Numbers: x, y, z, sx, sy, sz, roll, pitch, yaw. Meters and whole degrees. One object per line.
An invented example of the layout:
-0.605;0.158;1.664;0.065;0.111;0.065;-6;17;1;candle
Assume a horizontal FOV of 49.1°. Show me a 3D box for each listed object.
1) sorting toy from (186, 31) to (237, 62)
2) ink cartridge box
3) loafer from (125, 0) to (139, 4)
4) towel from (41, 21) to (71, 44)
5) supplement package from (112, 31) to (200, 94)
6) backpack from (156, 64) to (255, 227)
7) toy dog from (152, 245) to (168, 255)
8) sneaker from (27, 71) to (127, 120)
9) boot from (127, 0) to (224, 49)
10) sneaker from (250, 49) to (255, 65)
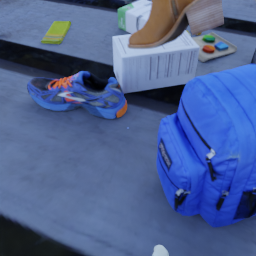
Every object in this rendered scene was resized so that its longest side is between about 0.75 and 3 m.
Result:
2.664;-3.115;10.061;1.522;0.274;2.043;-22;50;-20;sorting toy
0.771;-4.060;10.604;1.411;0.815;1.932;-34;55;-29;ink cartridge box
0.326;-5.973;12.801;1.150;0.362;0.413;-28;52;-25;loafer
-2.732;-3.702;10.728;0.731;0.153;1.699;5;46;3;towel
0.765;-2.004;8.302;2.234;1.224;1.271;-10;46;-9;supplement package
1.688;0.371;4.998;2.199;2.621;2.129;-14;48;-13;backpack
1.147;2.863;3.236;2.546;1.776;2.468;19;61;17;toy dog
-1.372;-1.073;7.492;2.781;1.091;1.048;8;45;7;sneaker
0.708;-2.772;5.928;0.938;1.898;2.445;-32;19;-38;boot
4.231;-1.832;8.350;1.073;0.929;2.591;19;49;18;sneaker
